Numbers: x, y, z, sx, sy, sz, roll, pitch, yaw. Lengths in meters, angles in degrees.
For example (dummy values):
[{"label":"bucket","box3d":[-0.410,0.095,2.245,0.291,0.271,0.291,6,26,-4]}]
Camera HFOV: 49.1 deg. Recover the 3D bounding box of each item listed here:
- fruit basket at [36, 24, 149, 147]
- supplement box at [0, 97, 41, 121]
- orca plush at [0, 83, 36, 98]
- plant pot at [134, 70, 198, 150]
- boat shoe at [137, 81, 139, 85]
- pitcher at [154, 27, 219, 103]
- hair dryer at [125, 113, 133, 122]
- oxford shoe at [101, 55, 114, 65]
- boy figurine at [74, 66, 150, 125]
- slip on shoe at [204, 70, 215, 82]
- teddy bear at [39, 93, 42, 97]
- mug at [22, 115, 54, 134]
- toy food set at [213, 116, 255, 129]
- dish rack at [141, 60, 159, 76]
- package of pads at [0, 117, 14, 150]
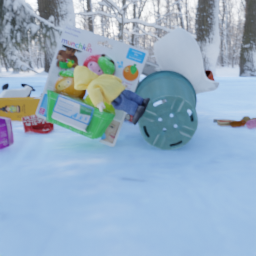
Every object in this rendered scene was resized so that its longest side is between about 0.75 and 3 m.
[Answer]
[{"label":"fruit basket","box3d":[-1.097,-1.186,7.710,2.578,2.783,1.304,22,11,9]},{"label":"supplement box","box3d":[-4.254,-0.794,11.505,2.840,0.945,0.977,-1,13,-8]},{"label":"orca plush","box3d":[-5.898,-1.503,14.237,1.031,1.525,2.899,-34,28,21]},{"label":"plant pot","box3d":[1.098,-0.471,8.205,2.103,2.103,2.060,1,21,4]},{"label":"boat shoe","box3d":[-0.025,-2.238,10.769,0.736,1.975,0.724,-16,-22,-30]},{"label":"pitcher","box3d":[1.616,-1.927,9.371,1.983,2.312,1.401,-31,12,16]},{"label":"hair dryer","box3d":[0.003,-0.515,11.445,1.597,0.434,1.216,0,12,-2]},{"label":"oxford shoe","box3d":[-0.736,-1.257,9.747,0.991,2.727,1.151,9,34,4]},{"label":"boy figurine","box3d":[-0.488,-0.789,6.453,1.902,0.613,1.183,27,45,5]},{"label":"slip on shoe","box3d":[2.338,-1.663,10.739,2.218,0.679,0.822,-21,31,-14]},{"label":"teddy bear","box3d":[-3.913,-1.571,15.287,2.194,0.732,1.590,-2,11,-10]},{"label":"mug","box3d":[-3.056,-0.154,9.513,0.973,0.649,0.863,-9,14,-22]},{"label":"toy food set","box3d":[4.210,-0.231,10.498,1.923,0.303,1.223,3,14,13]},{"label":"dish rack","box3d":[0.677,-2.193,10.186,0.905,0.230,1.055,15,-13,-17]},{"label":"package of pads","box3d":[-4.494,0.132,7.694,2.362,0.894,1.423,7,18,29]}]
